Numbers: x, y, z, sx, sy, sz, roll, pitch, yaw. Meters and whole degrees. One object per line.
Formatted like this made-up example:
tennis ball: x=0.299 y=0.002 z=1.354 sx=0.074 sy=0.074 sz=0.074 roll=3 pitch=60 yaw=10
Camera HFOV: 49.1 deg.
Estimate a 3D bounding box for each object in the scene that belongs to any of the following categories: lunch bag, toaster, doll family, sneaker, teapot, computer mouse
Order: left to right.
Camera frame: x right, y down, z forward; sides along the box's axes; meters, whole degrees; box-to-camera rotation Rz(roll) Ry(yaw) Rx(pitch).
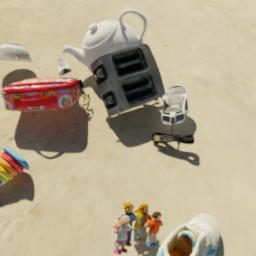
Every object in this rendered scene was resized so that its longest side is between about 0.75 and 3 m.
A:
lunch bag: x=-2.969 y=-1.115 z=9.625 sx=2.424 sy=0.993 sz=2.135 roll=-3 pitch=18 yaw=4
sneaker: x=-2.435 y=-2.287 z=10.414 sx=0.526 sy=0.608 sz=1.403 roll=-23 pitch=18 yaw=-6
teapot: x=-0.826 y=-3.393 z=11.258 sx=2.630 sy=1.946 sz=2.665 roll=25 pitch=72 yaw=45
toaster: x=0.058 y=-1.649 z=9.793 sx=2.244 sy=2.029 sz=1.332 roll=-21 pitch=5 yaw=-18
doll family: x=0.111 y=2.214 z=6.471 sx=1.554 sy=0.965 sz=0.700 roll=8 pitch=1 yaw=-41
computer mouse: x=1.621 y=-0.442 z=9.526 sx=1.384 sy=0.554 sz=2.524 roll=-5 pitch=49 yaw=24
sneaker: x=1.441 y=2.530 z=6.186 sx=0.884 sy=0.933 sz=2.310 roll=25 pitch=31 yaw=31

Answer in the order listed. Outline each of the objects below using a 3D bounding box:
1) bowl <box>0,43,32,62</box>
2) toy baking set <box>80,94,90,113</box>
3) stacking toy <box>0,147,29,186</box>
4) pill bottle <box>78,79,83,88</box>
bowl: x=-4.785 y=-3.154 z=11.689 sx=1.520 sy=0.713 sz=1.520 roll=4 pitch=11 yaw=-1
toy baking set: x=-1.564 y=-0.890 z=10.177 sx=0.091 sy=0.597 sz=0.778 roll=6 pitch=84 yaw=20
stacking toy: x=-3.557 y=1.312 z=7.746 sx=0.794 sy=0.840 sz=1.447 roll=33 pitch=67 yaw=13
pill bottle: x=-2.231 y=-1.658 z=11.132 sx=0.825 sy=0.461 sz=0.461 roll=-19 pitch=47 yaw=-19
